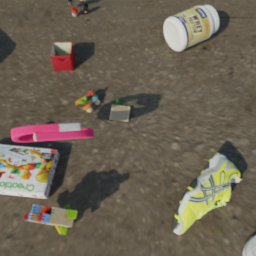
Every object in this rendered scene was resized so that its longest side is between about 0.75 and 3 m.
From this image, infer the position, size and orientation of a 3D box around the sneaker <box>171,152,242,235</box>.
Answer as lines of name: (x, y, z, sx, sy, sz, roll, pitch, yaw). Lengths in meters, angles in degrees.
sneaker: (2.316, 1.958, 8.131, 1.103, 1.089, 2.888, 35, 65, 21)

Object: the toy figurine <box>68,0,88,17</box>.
toy figurine: (-2.367, -5.790, 13.237, 0.882, 0.614, 0.869, -23, 86, -11)

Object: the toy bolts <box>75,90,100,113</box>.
toy bolts: (-1.471, -0.936, 10.404, 0.834, 0.796, 0.578, -44, 107, -27)

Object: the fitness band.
fitness band: (-1.947, 0.164, 7.379, 2.103, 1.511, 0.394, -2, 85, -23)

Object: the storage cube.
storage cube: (-2.644, -2.875, 11.353, 0.801, 0.842, 0.937, -1, 58, -1)

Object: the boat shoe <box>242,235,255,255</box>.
boat shoe: (4.079, 3.067, 7.619, 2.091, 0.730, 0.741, -21, 60, -13)

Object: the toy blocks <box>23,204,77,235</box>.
toy blocks: (-2.117, 2.326, 7.388, 1.068, 1.562, 0.780, 19, 65, -23)

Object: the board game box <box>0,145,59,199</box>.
board game box: (-3.592, 1.340, 8.883, 2.446, 0.423, 1.544, 4, 57, 4)

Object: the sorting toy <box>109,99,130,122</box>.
sorting toy: (-0.283, -0.660, 10.354, 0.711, 0.141, 0.961, 5, 60, 5)

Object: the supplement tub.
supplement tub: (2.670, -4.257, 11.868, 2.004, 1.447, 1.447, -28, 62, -15)
